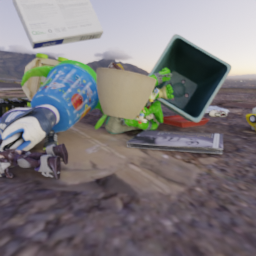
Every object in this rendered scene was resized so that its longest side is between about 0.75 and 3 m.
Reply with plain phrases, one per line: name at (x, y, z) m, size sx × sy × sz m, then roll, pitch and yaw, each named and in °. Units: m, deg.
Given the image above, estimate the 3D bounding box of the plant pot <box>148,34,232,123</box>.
plant pot at (1.973, -1.604, 10.339) m, size 2.246 × 2.240 × 2.288 m, roll 32°, pitch -1°, yaw 4°

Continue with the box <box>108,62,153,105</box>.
box at (-0.080, -1.539, 11.043) m, size 1.123 × 0.840 × 2.242 m, roll 31°, pitch 17°, yaw -44°

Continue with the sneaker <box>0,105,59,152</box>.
sneaker at (-2.995, 0.143, 7.204) m, size 2.238 × 0.902 × 1.639 m, roll -14°, pitch 21°, yaw 23°

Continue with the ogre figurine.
ogre figurine at (0.521, -0.736, 8.748) m, size 1.336 × 1.094 × 2.229 m, roll -9°, pitch -28°, yaw -22°

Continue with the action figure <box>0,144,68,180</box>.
action figure at (-2.043, 0.655, 5.521) m, size 1.607 × 0.557 × 1.045 m, roll -1°, pitch 17°, yaw 13°

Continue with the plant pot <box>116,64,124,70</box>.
plant pot at (-0.559, -2.588, 13.180) m, size 0.770 × 0.787 × 0.765 m, roll -12°, pitch 7°, yaw -6°

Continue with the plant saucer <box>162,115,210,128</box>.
plant saucer at (2.207, -0.268, 11.120) m, size 1.447 × 0.266 × 1.444 m, roll -7°, pitch 13°, yaw -30°

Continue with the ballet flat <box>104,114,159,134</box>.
ballet flat at (0.297, -0.352, 9.830) m, size 2.544 × 0.810 × 0.857 m, roll -11°, pitch 39°, yaw -42°

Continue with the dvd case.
dvd case at (1.397, 0.350, 7.932) m, size 2.457 × 0.196 × 1.827 m, roll 3°, pitch 11°, yaw 18°

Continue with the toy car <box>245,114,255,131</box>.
toy car at (5.287, 0.058, 8.353) m, size 2.737 × 0.649 × 2.909 m, roll 1°, pitch 11°, yaw 1°

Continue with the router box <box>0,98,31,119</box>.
router box at (-5.311, -0.976, 13.535) m, size 2.199 × 0.753 × 2.948 m, roll -6°, pitch 12°, yaw -31°

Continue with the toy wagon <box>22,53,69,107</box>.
toy wagon at (-2.591, -1.548, 10.020) m, size 2.524 × 1.958 × 0.499 m, roll 13°, pitch 5°, yaw 13°

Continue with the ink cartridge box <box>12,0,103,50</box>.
ink cartridge box at (-2.507, -4.130, 9.694) m, size 2.603 × 2.608 × 0.529 m, roll -19°, pitch -9°, yaw -28°

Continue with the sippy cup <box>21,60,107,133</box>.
sippy cup at (-1.917, -0.854, 8.404) m, size 2.398 × 1.883 × 1.757 m, roll 3°, pitch 36°, yaw 19°

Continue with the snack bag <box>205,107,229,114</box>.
snack bag at (4.228, -0.980, 15.128) m, size 1.771 × 0.201 × 1.878 m, roll 0°, pitch 11°, yaw -3°

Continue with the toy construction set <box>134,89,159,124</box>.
toy construction set at (0.396, -0.641, 7.803) m, size 0.712 × 1.087 × 0.501 m, roll 16°, pitch -6°, yaw 21°

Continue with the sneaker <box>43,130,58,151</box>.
sneaker at (-2.056, 0.329, 7.401) m, size 0.403 × 0.442 × 1.092 m, roll -3°, pitch 11°, yaw -17°

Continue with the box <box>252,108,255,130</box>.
box at (4.890, -0.319, 9.932) m, size 0.789 × 0.793 × 0.679 m, roll 8°, pitch 16°, yaw 39°

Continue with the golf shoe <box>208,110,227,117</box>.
golf shoe at (4.198, -0.668, 13.125) m, size 0.879 × 0.339 × 0.387 m, roll -3°, pitch 18°, yaw -12°

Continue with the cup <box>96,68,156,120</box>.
cup at (-0.137, -0.762, 6.666) m, size 1.432 × 1.024 × 1.432 m, roll 12°, pitch 4°, yaw -1°
